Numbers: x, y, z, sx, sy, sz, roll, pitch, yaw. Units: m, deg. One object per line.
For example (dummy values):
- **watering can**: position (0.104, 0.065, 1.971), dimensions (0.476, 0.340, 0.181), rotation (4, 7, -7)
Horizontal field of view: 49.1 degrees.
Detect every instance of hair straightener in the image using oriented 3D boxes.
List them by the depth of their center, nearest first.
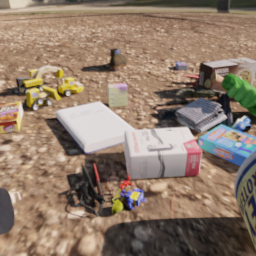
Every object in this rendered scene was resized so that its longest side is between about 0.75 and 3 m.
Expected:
- **hair straightener**: position (-0.978, 1.499, 6.821), dimensions (0.651, 0.346, 1.691), rotation (-8, 34, -13)

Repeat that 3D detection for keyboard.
- **keyboard**: position (1.952, -0.739, 10.795), dimensions (1.726, 0.178, 1.097), rotation (-8, 35, -8)

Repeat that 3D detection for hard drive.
- **hard drive**: position (-1.186, -0.123, 9.665), dimensions (1.816, 0.349, 2.753), rotation (-15, 32, -26)

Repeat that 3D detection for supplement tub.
- **supplement tub**: position (3.096, 1.713, 4.388), dimensions (2.165, 2.165, 2.986), rotation (2, 28, 3)

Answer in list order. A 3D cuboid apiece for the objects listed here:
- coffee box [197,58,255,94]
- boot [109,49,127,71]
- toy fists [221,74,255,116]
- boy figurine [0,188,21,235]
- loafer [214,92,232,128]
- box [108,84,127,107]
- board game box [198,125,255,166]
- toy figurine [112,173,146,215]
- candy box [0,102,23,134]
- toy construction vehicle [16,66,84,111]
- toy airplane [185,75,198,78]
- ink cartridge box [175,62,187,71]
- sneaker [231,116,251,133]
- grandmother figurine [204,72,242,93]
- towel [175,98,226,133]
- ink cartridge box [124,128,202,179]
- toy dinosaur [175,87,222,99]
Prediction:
- **coffee box**: position (4.438, -2.317, 12.647), dimensions (2.400, 1.357, 0.958), rotation (-10, 29, -18)
- **boot**: position (-0.542, -4.175, 16.285), dimensions (0.883, 1.145, 2.363), rotation (5, 29, 9)
- **toy fists**: position (4.390, -1.027, 9.996), dimensions (2.395, 0.823, 1.221), rotation (27, 18, -23)
- **boy figurine**: position (-2.972, 1.478, 5.352), dimensions (1.662, 0.861, 2.674), rotation (-7, 1, -37)
- **loafer**: position (3.435, -0.714, 10.374), dimensions (0.679, 0.775, 2.155), rotation (-2, 32, 16)
- **box**: position (-0.432, -1.324, 11.367), dimensions (0.744, 0.846, 0.409), rotation (-6, 29, -9)
- **board game box**: position (3.204, 0.531, 8.427), dimensions (1.310, 0.388, 1.722), rotation (-24, 37, -37)
- **toy figurine**: position (0.096, 1.583, 6.408), dimensions (0.610, 0.537, 1.018), rotation (16, 33, 16)
- **candy box**: position (-4.378, -0.386, 10.047), dimensions (0.976, 0.473, 1.674), rotation (-8, 28, -12)
- **toy construction vehicle**: position (-3.586, -1.927, 12.313), dimensions (2.455, 0.993, 2.819), rotation (25, 37, 38)
- **toy airplane**: position (3.752, -2.502, 14.010), dimensions (2.050, 0.377, 2.050), rotation (5, 29, -3)
- **ink cartridge box**: position (3.027, -3.550, 16.037), dimensions (0.552, 0.309, 0.810), rotation (-2, 27, -4)
- **sneaker**: position (3.961, -0.064, 9.592), dimensions (1.115, 0.438, 0.497), rotation (-20, 60, -46)
- **grandmother figurine**: position (4.297, -1.699, 11.699), dimensions (2.045, 1.240, 0.619), rotation (17, 56, -21)
- **towel**: position (2.433, -0.471, 9.605), dimensions (1.177, 0.609, 1.422), rotation (-28, 26, -12)
- **ink cartridge box**: position (0.882, 0.664, 7.761), dimensions (1.908, 0.809, 1.389), rotation (-4, 29, -4)
- **toy dinosaur**: position (2.897, -1.453, 11.714), dimensions (2.393, 0.568, 1.055), rotation (2, 11, -16)
